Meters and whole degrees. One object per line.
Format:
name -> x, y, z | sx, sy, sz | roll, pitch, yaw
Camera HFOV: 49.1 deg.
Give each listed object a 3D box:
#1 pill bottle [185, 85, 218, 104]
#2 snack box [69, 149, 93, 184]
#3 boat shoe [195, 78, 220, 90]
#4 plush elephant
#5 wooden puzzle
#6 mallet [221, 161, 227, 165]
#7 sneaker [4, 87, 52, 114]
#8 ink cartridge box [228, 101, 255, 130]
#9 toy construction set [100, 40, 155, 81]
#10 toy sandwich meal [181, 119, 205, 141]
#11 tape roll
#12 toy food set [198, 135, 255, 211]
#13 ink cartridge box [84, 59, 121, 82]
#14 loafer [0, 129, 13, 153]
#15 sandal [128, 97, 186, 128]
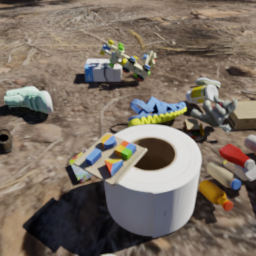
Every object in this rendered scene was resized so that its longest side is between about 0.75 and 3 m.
pill bottle -> 2.747, -1.238, 10.596 | 0.634, 0.634, 1.128 | -26, 12, -33
snack box -> -1.210, 1.034, 7.652 | 0.595, 0.222, 0.837 | -37, 42, -3
boat shoe -> 3.456, -1.901, 12.144 | 1.073, 0.386, 0.333 | 9, 36, 8
plush elephant -> 2.914, -0.586, 8.982 | 1.334, 1.098, 1.033 | 35, 70, 6
wooden puzzle -> -0.388, 0.553, 5.800 | 1.205, 0.279, 1.116 | 19, 48, 32
mallet -> 2.605, 0.941, 7.538 | 0.820, 0.270, 0.169 | -31, 82, -15
sneaker -> -3.690, -0.899, 10.190 | 1.335, 0.833, 2.264 | -18, 28, -35
ink cartridge box -> 4.212, -0.464, 9.829 | 1.311, 0.492, 1.080 | -2, 36, -4
toy construction set -> 0.120, -2.988, 12.525 | 2.612, 1.203, 1.713 | 6, 30, -26
toy sandwich meal -> 2.138, 0.056, 9.135 | 0.850, 0.291, 0.850 | 2, 45, -2
tape roll -> 0.508, 1.125, 6.451 | 2.169, 1.489, 2.169 | -2, 36, 1
toy food set -> 2.797, 0.983, 6.707 | 2.177, 1.039, 0.980 | -25, 26, -11
ink cartridge box -> -1.124, -2.678, 13.009 | 1.643, 0.692, 1.188 | 0, 34, 1
loafer -> -3.840, 0.312, 8.764 | 0.427, 0.417, 1.169 | -16, 37, -23
sandal -> 0.950, -0.625, 9.481 | 2.255, 0.896, 0.982 | -13, 80, -24
